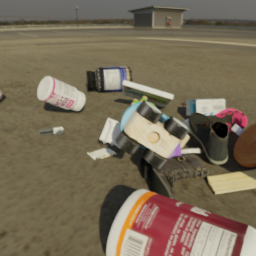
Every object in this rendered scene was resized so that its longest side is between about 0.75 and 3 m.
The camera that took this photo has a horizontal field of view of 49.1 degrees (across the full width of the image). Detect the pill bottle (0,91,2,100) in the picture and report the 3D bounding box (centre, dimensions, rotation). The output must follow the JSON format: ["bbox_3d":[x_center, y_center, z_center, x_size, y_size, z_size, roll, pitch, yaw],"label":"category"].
[{"bbox_3d":[-7.083,-1.492,14.154,0.879,0.879,1.550,-1,24,-2],"label":"pill bottle"}]

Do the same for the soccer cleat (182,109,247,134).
[{"bbox_3d":[3.439,-0.251,11.252,2.719,0.950,1.174,-4,1,-21],"label":"soccer cleat"}]

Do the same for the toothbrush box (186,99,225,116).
[{"bbox_3d":[3.363,-0.882,12.332,1.271,0.740,1.736,-1,5,-2],"label":"toothbrush box"}]

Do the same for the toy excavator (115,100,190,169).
[{"bbox_3d":[0.968,0.077,8.481,2.640,1.356,2.715,31,15,-13],"label":"toy excavator"}]

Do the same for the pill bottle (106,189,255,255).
[{"bbox_3d":[1.227,2.239,4.730,2.882,1.645,1.645,14,27,28],"label":"pill bottle"}]

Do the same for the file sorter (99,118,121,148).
[{"bbox_3d":[-0.249,0.289,9.543,1.165,0.809,0.726,20,6,-18],"label":"file sorter"}]

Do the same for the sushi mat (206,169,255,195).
[{"bbox_3d":[3.077,1.516,7.954,1.561,0.094,0.747,-8,31,-3],"label":"sushi mat"}]

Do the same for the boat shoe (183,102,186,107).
[{"bbox_3d":[3.298,-1.200,14.114,1.120,0.394,0.394,17,31,36],"label":"boat shoe"}]

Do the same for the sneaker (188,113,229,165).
[{"bbox_3d":[2.695,-0.039,9.225,0.859,1.220,2.297,-13,43,-7],"label":"sneaker"}]

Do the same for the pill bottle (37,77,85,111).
[{"bbox_3d":[-2.944,-1.455,12.528,1.931,1.095,1.095,20,4,-45],"label":"pill bottle"}]

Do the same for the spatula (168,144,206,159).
[{"bbox_3d":[2.191,0.782,9.328,2.285,0.646,0.235,3,-19,-19],"label":"spatula"}]

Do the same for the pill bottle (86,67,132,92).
[{"bbox_3d":[-1.126,-2.847,16.509,2.596,1.452,1.452,-4,24,-9],"label":"pill bottle"}]

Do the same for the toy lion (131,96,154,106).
[{"bbox_3d":[0.785,-0.978,13.056,1.036,0.993,0.356,-10,44,51],"label":"toy lion"}]

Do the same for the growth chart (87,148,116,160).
[{"bbox_3d":[-0.908,0.901,9.728,0.875,0.078,0.633,-13,27,-27],"label":"growth chart"}]

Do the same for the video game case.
[{"bbox_3d":[0.856,-1.551,13.154,2.291,0.262,2.085,17,-6,1],"label":"video game case"}]

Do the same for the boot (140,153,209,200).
[{"bbox_3d":[1.474,1.316,8.027,1.875,0.746,2.154,-2,27,-16],"label":"boot"}]

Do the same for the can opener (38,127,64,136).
[{"bbox_3d":[-3.054,0.169,11.164,0.975,0.260,0.326,-9,28,-15],"label":"can opener"}]

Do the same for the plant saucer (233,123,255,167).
[{"bbox_3d":[4.151,0.413,8.971,0.301,1.863,1.863,38,19,-14],"label":"plant saucer"}]

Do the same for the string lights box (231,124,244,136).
[{"bbox_3d":[4.242,0.249,10.278,0.879,0.259,0.452,30,16,-25],"label":"string lights box"}]
